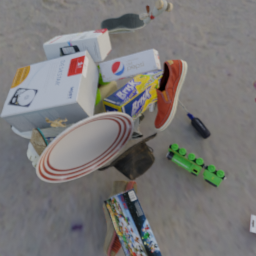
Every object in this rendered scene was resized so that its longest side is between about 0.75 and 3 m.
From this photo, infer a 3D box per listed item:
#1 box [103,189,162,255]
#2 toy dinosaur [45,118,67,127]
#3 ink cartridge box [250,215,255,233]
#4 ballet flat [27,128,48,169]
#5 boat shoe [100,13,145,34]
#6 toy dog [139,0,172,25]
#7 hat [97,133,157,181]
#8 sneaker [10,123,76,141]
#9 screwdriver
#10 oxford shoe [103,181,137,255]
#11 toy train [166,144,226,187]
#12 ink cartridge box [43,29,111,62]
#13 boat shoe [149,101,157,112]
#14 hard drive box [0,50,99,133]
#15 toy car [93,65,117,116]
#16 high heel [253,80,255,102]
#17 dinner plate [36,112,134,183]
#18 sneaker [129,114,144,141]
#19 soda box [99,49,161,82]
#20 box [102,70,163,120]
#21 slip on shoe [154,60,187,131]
[{"bbox_3d":[0.100,2.493,6.753,0.351,1.272,1.863,-17,76,-31],"label":"box"},{"bbox_3d":[-1.642,-0.088,6.662,0.756,0.220,0.382,18,28,33],"label":"toy dinosaur"},{"bbox_3d":[3.943,2.883,7.998,0.953,0.240,0.519,14,60,10],"label":"ink cartridge box"},{"bbox_3d":[-2.412,0.806,7.830,0.665,2.036,0.718,-30,53,-16],"label":"ballet flat"},{"bbox_3d":[-0.202,-4.379,11.935,1.896,0.608,0.699,-9,88,5],"label":"boat shoe"},{"bbox_3d":[0.937,-4.130,9.695,1.175,0.775,0.566,-16,77,29],"label":"toy dog"},{"bbox_3d":[0.167,0.958,7.740,1.994,1.994,0.804,-31,85,-17],"label":"hat"},{"bbox_3d":[-2.450,0.131,8.989,2.105,1.541,0.848,3,73,11],"label":"sneaker"},{"bbox_3d":[1.998,-0.639,10.082,0.390,0.374,2.684,-44,62,10],"label":"screwdriver"},{"bbox_3d":[-0.370,2.530,8.008,0.812,0.765,2.173,5,54,21],"label":"oxford shoe"},{"bbox_3d":[2.077,1.179,8.835,2.001,0.417,0.564,30,78,20],"label":"toy train"},{"bbox_3d":[-1.482,-2.404,8.408,1.669,0.691,1.217,-4,30,14],"label":"ink cartridge box"},{"bbox_3d":[1.093,-1.242,10.263,0.503,0.531,1.518,8,57,9],"label":"boat shoe"},{"bbox_3d":[-2.082,-0.978,7.742,2.310,0.887,1.800,-9,55,18],"label":"hard drive box"},{"bbox_3d":[-1.711,-1.123,9.444,2.355,1.935,1.858,18,59,15],"label":"toy car"},{"bbox_3d":[4.416,-0.698,8.457,0.788,2.339,1.122,-29,64,21],"label":"high heel"},{"bbox_3d":[-1.143,0.521,7.685,2.928,2.928,0.355,-28,62,-16],"label":"dinner plate"},{"bbox_3d":[0.342,0.040,9.498,0.619,0.402,1.071,35,69,25],"label":"sneaker"},{"bbox_3d":[0.045,-1.740,7.947,1.641,0.523,0.559,-10,96,21],"label":"soda box"},{"bbox_3d":[0.313,-1.059,8.943,0.829,0.760,2.365,23,49,36],"label":"box"},{"bbox_3d":[1.014,-0.891,7.691,0.620,2.026,0.751,7,20,-19],"label":"slip on shoe"}]
